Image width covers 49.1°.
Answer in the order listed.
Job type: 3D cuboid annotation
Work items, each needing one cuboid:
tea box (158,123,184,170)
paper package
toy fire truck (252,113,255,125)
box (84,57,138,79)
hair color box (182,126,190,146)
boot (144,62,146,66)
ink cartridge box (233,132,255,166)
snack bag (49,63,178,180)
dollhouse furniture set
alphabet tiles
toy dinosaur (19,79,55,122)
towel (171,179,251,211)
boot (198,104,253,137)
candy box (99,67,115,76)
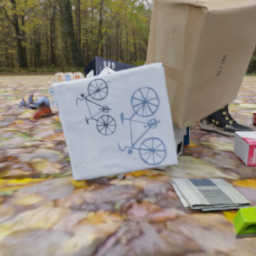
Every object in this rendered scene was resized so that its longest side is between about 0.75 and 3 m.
[{"bbox_3d":[0.537,0.261,7.579,1.576,1.070,1.602,8,13,25],"label":"tea box"},{"bbox_3d":[1.840,-1.800,6.911,2.713,2.846,1.472,-24,46,-34],"label":"paper package"},{"bbox_3d":[5.579,-0.266,11.065,0.943,0.689,1.072,-2,4,-8],"label":"toy fire truck"},{"bbox_3d":[-0.563,-1.800,12.394,2.532,1.874,1.321,8,-19,-31],"label":"box"},{"bbox_3d":[1.394,-0.437,9.802,0.861,1.422,2.844,-4,14,-1],"label":"hair color box"},{"bbox_3d":[0.364,-1.395,8.622,2.895,1.048,2.088,-35,-8,7],"label":"boot"},{"bbox_3d":[3.766,0.546,7.443,1.552,0.647,1.127,1,14,3],"label":"ink cartridge box"},{"bbox_3d":[-0.255,-0.031,6.020,2.425,2.286,0.260,-11,12,2],"label":"snack bag"},{"bbox_3d":[1.890,1.780,3.007,1.110,0.850,1.694,-6,42,2],"label":"dollhouse furniture set"},{"bbox_3d":[-2.307,-1.156,11.320,2.139,2.092,0.156,5,17,25],"label":"alphabet tiles"},{"bbox_3d":[-3.934,-0.946,13.710,1.490,2.837,2.575,-32,-31,31],"label":"toy dinosaur"},{"bbox_3d":[1.552,1.296,5.484,1.175,0.211,1.220,1,11,-8],"label":"towel"},{"bbox_3d":[3.537,-0.544,10.078,1.979,1.490,0.724,16,21,41],"label":"boot"},{"bbox_3d":[-0.673,-1.388,8.977,0.749,0.893,0.319,24,26,-44],"label":"candy box"}]
